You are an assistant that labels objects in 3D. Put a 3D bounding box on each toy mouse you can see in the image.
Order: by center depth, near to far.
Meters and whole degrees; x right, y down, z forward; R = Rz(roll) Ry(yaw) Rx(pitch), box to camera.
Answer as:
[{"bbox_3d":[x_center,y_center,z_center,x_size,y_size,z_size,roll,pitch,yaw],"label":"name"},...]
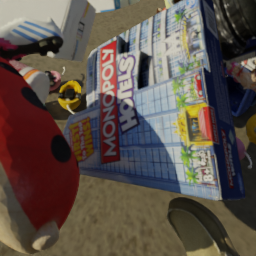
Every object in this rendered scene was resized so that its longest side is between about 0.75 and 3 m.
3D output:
[{"bbox_3d":[1.640,0.073,4.860,1.678,0.365,1.888,-2,28,22],"label":"toy mouse"},{"bbox_3d":[-2.732,-1.054,8.933,2.513,0.547,2.828,-2,45,-3],"label":"toy mouse"}]

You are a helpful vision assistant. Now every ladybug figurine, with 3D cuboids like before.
[{"bbox_3d":[-1.407,0.068,3.158,1.011,1.908,2.811,-32,61,-19],"label":"ladybug figurine"}]

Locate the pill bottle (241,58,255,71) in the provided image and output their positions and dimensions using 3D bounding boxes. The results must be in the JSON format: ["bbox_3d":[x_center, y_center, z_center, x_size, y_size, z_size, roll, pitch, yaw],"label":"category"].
[{"bbox_3d":[5.267,-2.009,9.166,1.569,1.569,2.708,-24,51,-22],"label":"pill bottle"}]

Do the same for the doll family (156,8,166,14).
[{"bbox_3d":[1.381,-4.402,12.236,1.136,0.825,1.830,20,66,9],"label":"doll family"}]

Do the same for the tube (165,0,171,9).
[{"bbox_3d":[1.414,-4.478,9.128,0.616,2.122,0.551,-19,39,3],"label":"tube"}]

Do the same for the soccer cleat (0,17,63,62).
[{"bbox_3d":[-1.716,-1.353,4.226,1.444,0.504,0.623,-16,73,-28],"label":"soccer cleat"}]

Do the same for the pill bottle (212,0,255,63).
[{"bbox_3d":[1.556,-1.951,5.998,2.595,1.451,1.451,-22,31,39],"label":"pill bottle"}]

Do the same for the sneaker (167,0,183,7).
[{"bbox_3d":[1.826,-3.739,8.851,1.886,0.722,0.762,29,30,-34],"label":"sneaker"}]

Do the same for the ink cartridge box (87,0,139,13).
[{"bbox_3d":[-0.568,-4.618,9.389,1.171,1.151,1.591,8,33,33],"label":"ink cartridge box"}]

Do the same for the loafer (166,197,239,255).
[{"bbox_3d":[1.051,1.646,3.670,0.544,0.614,1.614,-26,71,-44],"label":"loafer"}]

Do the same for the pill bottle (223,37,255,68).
[{"bbox_3d":[2.610,-2.197,7.173,2.109,1.179,1.179,-17,43,15],"label":"pill bottle"}]

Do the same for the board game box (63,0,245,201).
[{"bbox_3d":[0.000,-0.284,4.484,2.984,0.921,2.986,-16,70,36],"label":"board game box"}]

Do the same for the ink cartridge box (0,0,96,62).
[{"bbox_3d":[-1.660,-2.283,5.944,1.360,1.337,1.848,20,12,2],"label":"ink cartridge box"}]

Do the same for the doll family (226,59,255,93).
[{"bbox_3d":[2.398,-0.596,4.421,1.774,0.799,1.101,42,18,-11],"label":"doll family"}]

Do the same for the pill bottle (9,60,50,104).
[{"bbox_3d":[-2.379,-0.896,5.228,1.588,0.907,0.907,24,49,6],"label":"pill bottle"}]

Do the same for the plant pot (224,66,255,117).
[{"bbox_3d":[3.454,-1.234,8.712,1.074,1.194,1.194,-22,49,-28],"label":"plant pot"}]
